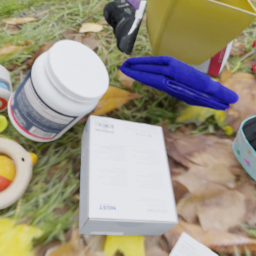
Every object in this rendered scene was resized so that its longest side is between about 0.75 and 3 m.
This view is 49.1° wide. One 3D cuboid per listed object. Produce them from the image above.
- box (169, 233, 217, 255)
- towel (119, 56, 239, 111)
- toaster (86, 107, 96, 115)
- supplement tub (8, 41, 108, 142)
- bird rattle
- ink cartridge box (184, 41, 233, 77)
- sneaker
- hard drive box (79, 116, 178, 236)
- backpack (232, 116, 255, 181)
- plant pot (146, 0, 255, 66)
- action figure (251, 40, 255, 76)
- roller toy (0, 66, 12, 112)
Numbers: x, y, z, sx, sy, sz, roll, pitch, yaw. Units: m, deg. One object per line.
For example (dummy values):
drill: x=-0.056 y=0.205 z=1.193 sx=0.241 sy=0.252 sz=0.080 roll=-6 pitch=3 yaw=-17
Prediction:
box: x=1.312 y=2.786 z=5.586 sx=0.998 sy=1.004 sz=0.656 roll=29 pitch=57 yaw=23
towel: x=1.421 y=-1.158 z=7.913 sx=2.925 sy=0.725 sz=2.160 roll=17 pitch=-1 yaw=-37
toaster: x=-1.317 y=-0.723 z=8.567 sx=0.436 sy=0.495 sz=0.767 roll=-37 pitch=29 yaw=-6
supplement tub: x=-1.832 y=-0.846 z=7.181 sx=1.750 sy=2.494 sz=1.750 roll=23 pitch=51 yaw=-32
bird rattle: x=-3.624 y=1.055 z=6.866 sx=2.336 sy=1.614 sz=2.866 roll=22 pitch=54 yaw=0
ink cartridge box: x=2.718 y=-3.143 z=10.407 sx=2.049 sy=1.482 sz=1.489 roll=21 pitch=52 yaw=18
sneaker: x=-0.257 y=-3.152 z=8.459 sx=1.244 sy=1.076 sz=2.842 roll=17 pitch=41 yaw=-4
hard drive box: x=-0.089 y=1.098 z=6.561 sx=1.957 sy=0.964 sz=2.511 roll=9 pitch=51 yaw=-17
backpack: x=3.784 y=0.495 z=7.172 sx=2.060 sy=1.579 sz=1.811 roll=-13 pitch=56 yaw=-18
plant pot: x=1.747 y=-3.256 z=8.153 sx=2.415 sy=2.130 sz=2.415 roll=7 pitch=50 yaw=-18
action figure: x=5.000 y=-2.347 z=10.348 sx=0.751 sy=0.593 sz=2.296 roll=5 pitch=54 yaw=11
roller toy: x=-4.194 y=-1.060 z=8.066 sx=1.677 sy=1.529 sz=1.172 roll=-5 pitch=68 yaw=-34
